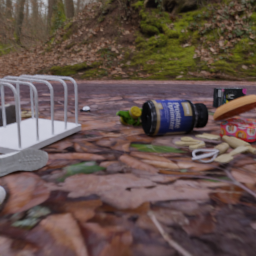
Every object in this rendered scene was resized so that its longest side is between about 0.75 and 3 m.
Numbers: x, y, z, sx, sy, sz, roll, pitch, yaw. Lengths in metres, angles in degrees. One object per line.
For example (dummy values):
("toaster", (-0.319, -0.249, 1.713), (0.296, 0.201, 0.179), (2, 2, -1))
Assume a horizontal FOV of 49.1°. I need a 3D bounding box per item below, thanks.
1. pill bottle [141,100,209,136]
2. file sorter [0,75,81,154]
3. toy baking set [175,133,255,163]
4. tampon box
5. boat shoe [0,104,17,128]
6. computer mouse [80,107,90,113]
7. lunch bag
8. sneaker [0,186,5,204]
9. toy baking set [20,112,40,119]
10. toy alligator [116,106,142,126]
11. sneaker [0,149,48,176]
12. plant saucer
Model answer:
("pill bottle", (1.582, -0.378, 9.540), (2.108, 1.179, 1.179), (-4, 13, -16))
("file sorter", (-3.080, -0.583, 8.510), (2.071, 1.859, 2.985), (8, 15, 20))
("toy baking set", (2.335, 0.570, 7.427), (1.872, 0.284, 2.439), (-6, 13, -14))
("tampon box", (5.626, -1.660, 15.586), (1.487, 1.115, 0.939), (-2, 12, -9))
("boat shoe", (-5.034, -0.346, 10.037), (1.011, 1.067, 2.817), (-2, 3, 10))
("computer mouse", (-2.206, -0.970, 14.580), (0.521, 0.208, 0.949), (-2, 12, -3))
("lunch bag", (3.744, 0.044, 8.968), (1.260, 0.586, 1.431), (10, 16, 39))
("sneaker", (-2.788, 1.020, 4.373), (1.837, 0.679, 0.756), (12, 16, 15))
("toy baking set", (-4.953, -0.557, 12.805), (1.301, 0.197, 1.695), (2, 12, 24))
("toy alligator", (0.714, -0.463, 11.118), (2.778, 0.667, 0.921), (-10, -16, -38))
("sneaker", (-2.456, 0.721, 6.201), (1.323, 0.505, 0.533), (-6, 4, -33))
("plant saucer", (3.414, -0.638, 8.799), (1.574, 0.295, 1.574), (-17, -13, -4))
